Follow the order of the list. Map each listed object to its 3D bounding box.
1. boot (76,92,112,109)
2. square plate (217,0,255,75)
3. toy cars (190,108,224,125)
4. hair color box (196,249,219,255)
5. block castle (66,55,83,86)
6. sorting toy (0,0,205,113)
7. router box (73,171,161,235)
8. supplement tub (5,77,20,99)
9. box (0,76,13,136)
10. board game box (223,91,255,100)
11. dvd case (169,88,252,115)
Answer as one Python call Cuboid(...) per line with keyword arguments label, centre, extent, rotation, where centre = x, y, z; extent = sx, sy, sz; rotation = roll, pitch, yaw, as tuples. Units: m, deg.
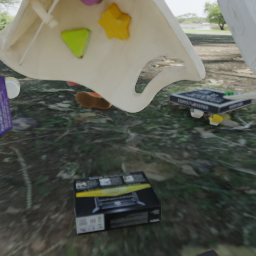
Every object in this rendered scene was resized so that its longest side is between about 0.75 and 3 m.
Cuboid(label="boot", centre=(-1.213, -1.064, 10.485), extent=(1.440, 0.540, 0.772), rotation=(14, 22, 14))
Cuboid(label="square plate", centre=(2.239, -2.240, 5.438), extent=(0.359, 2.525, 2.501), rotation=(-23, -8, 14))
Cuboid(label="toy cars", centre=(2.479, -0.357, 8.995), extent=(0.645, 0.319, 1.439), rotation=(6, 12, -38))
Cuboid(label="hair color box", centre=(0.948, 2.234, 2.340), extent=(1.168, 0.705, 2.301), rotation=(-9, 25, -22))
Cuboid(label="block castle", centre=(-0.890, -2.355, 6.199), extent=(1.244, 1.772, 2.651), rotation=(-2, 47, 27))
Cuboid(label="sorting toy", centre=(-0.266, -1.323, 4.063), extent=(2.847, 2.563, 1.521), rotation=(-24, 27, 52))
Cuboid(label="router box", centre=(-0.251, 1.282, 5.020), extent=(1.418, 0.370, 1.115), rotation=(-5, 23, -11))
Cuboid(label="supplement tub", centre=(-4.883, -1.696, 11.607), extent=(0.734, 0.734, 1.016), rotation=(-7, 24, -16))
Cuboid(label="box", centre=(-4.256, -0.374, 7.319), extent=(1.169, 1.658, 2.241), rotation=(5, 25, 11))
Cuboid(label="board game box", centre=(2.518, -0.689, 5.616), extent=(0.969, 0.125, 0.970), rotation=(-3, 1, 32))
Cuboid(label="dvd case", centre=(3.072, -1.044, 10.329), extent=(1.958, 0.322, 2.605), rotation=(21, 24, 40))
